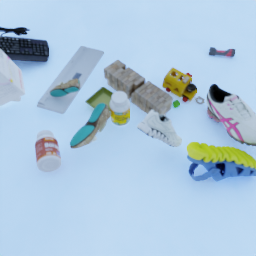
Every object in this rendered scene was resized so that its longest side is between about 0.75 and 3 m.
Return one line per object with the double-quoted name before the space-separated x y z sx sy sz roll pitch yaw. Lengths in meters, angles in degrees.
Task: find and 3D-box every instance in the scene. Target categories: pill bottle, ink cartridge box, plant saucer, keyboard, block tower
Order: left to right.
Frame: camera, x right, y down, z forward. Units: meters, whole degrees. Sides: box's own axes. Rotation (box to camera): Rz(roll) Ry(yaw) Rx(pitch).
"ink cartridge box" -3.658 -1.386 7.657 1.016 1.623 1.043 -24 57 5
"keyboard" -3.966 -2.753 8.778 2.801 0.288 1.780 -2 50 -26
"pill bottle" -1.945 0.528 6.732 0.549 0.549 0.979 -15 48 -10
"keyboard" -1.647 -1.559 8.456 0.829 0.157 2.947 20 53 6
"plant saucer" -0.685 -0.730 7.966 0.767 0.184 0.768 34 62 21
"pill bottle" -0.214 -0.505 7.352 0.528 0.936 0.528 0 56 0
"block tower" 0.288 -1.070 7.936 0.633 0.591 2.188 -39 65 -23

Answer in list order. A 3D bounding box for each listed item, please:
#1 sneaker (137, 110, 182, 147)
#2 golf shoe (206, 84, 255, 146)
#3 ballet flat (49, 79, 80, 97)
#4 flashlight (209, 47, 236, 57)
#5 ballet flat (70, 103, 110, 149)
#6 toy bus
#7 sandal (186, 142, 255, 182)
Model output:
"sneaker" 0.854 0.038 6.469 0.536 1.426 0.578 34 96 46
"golf shoe" 2.645 -0.332 6.933 0.750 0.951 2.066 -32 44 -9
"ballet flat" -1.676 -1.088 7.535 1.081 0.381 0.353 -6 64 32
"flashlight" 3.063 -2.491 9.125 0.804 0.273 0.272 10 46 7
"ballet flat" -0.866 0.037 6.986 0.528 0.488 1.496 9 53 40
"toy bus" 1.559 -1.223 7.967 1.164 0.601 1.098 -9 64 -5
"sandal" 2.181 0.883 6.568 1.951 0.849 0.775 11 21 -10
